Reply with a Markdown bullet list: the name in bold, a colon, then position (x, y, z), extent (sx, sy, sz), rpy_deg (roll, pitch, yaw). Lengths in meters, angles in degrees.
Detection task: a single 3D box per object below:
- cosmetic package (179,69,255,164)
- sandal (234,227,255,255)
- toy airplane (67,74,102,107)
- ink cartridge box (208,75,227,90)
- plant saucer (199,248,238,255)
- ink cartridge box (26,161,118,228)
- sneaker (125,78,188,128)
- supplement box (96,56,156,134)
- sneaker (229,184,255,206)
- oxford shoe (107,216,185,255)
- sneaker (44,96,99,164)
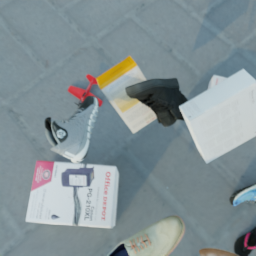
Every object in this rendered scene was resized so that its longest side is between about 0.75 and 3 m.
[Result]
- **cosmetic package**: position (2.762, -0.193, 8.140), extent (1.955, 2.593, 0.670), rpy_deg (-29, 50, 6)
- **sandal**: position (4.360, 3.944, 9.851), extent (1.587, 0.358, 0.596), rpy_deg (-35, 74, -12)
- **toy airplane**: position (-1.687, -1.572, 11.832), extent (1.644, 0.302, 1.644), rpy_deg (0, 72, -1)
- **ink cartridge box**: position (4.124, -1.365, 11.556), extent (1.610, 0.679, 1.175), rpy_deg (14, 71, 5)
- **plant saucer**: position (2.421, 3.459, 7.298), extent (1.154, 1.154, 0.211), rpy_deg (16, 54, 5)
- **ink cartridge box**: position (-1.849, 2.373, 9.948), extent (2.885, 1.216, 2.088), rpy_deg (4, 71, 1)
- **sneaker**: position (1.071, -0.691, 8.369), extent (0.846, 2.817, 1.469), rpy_deg (-11, 93, 39)
- **supplement box**: position (0.115, -1.040, 9.090), extent (1.338, 2.124, 0.781), rpy_deg (-33, 33, 5)
- **sneaker**: position (4.639, 2.509, 10.177), extent (1.887, 0.739, 0.849), rpy_deg (-18, 75, -6)
- **oxford shoe**: position (0.410, 3.291, 7.673), extent (2.599, 0.959, 0.920), rpy_deg (-39, 55, 5)
- **sneaker**: position (-1.519, -0.207, 7.375), extent (1.218, 0.791, 2.109), rpy_deg (25, 51, -24)
